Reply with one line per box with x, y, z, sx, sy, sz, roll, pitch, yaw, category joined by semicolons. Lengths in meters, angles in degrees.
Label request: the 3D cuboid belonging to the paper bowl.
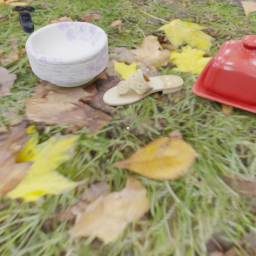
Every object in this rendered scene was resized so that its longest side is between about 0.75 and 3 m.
-2.194;-2.672;10.551;2.919;1.518;2.919;0;45;0;paper bowl

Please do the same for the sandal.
0.541;-1.677;9.933;3.010;0.990;1.104;-12;46;-12;sandal

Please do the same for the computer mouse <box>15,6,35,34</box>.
-3.504;-3.707;9.675;0.655;0.946;0.249;-10;3;-30;computer mouse

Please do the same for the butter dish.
4.006;-2.156;9.650;2.805;2.073;2.797;21;48;20;butter dish
